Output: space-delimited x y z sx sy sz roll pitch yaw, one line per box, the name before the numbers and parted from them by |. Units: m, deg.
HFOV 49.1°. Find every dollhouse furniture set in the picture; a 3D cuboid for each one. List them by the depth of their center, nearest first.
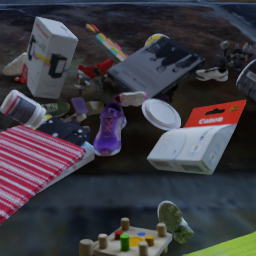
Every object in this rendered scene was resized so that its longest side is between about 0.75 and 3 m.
dollhouse furniture set | -1.340 -0.245 8.517 0.957 1.069 1.349 -26 -7 34

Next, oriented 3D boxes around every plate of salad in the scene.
plate of salad | 0.929 -0.351 7.976 1.227 0.295 1.227 16 43 -16

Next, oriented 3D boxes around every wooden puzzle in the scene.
wooden puzzle | -0.533 -2.838 10.237 2.625 0.184 1.557 42 22 -13

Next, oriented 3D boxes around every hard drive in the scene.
hard drive | -1.861 0.421 6.557 1.193 0.323 1.708 18 40 21

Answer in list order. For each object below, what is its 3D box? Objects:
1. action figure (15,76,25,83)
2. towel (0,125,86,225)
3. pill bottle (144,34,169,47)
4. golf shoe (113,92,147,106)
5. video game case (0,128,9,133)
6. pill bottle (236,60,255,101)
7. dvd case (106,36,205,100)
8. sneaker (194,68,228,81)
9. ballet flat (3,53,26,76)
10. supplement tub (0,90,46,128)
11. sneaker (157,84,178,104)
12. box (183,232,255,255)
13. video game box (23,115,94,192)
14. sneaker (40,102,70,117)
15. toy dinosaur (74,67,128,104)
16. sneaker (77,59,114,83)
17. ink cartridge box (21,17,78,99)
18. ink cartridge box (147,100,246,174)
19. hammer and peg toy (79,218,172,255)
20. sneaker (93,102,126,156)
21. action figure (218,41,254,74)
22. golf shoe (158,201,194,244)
action figure | -3.666 -2.000 10.791 1.323 0.342 0.433 -19 42 -20
towel | -2.267 0.743 5.223 1.930 0.300 2.668 19 27 18
pill bottle | 1.257 -3.093 11.504 1.224 1.224 2.185 2 36 3
golf shoe | 0.040 -0.814 7.894 1.046 0.394 0.479 -7 -10 41
video game case | -3.102 0.237 6.563 0.793 0.567 0.075 -25 83 -4
pill bottle | 4.576 -1.128 8.690 1.139 1.139 2.144 -25 55 -30
dvd case | 0.899 -1.979 9.206 2.615 0.323 1.965 -37 57 -19
sneaker | 3.175 -2.109 10.680 1.269 0.508 0.468 2 58 5
ballet flat | -3.816 -2.691 11.332 2.448 0.878 0.878 -11 37 -13
supplement tub | -2.626 -0.461 7.027 0.923 0.648 0.648 34 23 -29
sneaker | 1.257 -1.537 9.561 0.947 0.819 2.164 0 48 16
box | 2.001 2.885 3.621 1.770 0.692 2.904 -11 37 -15
video game box | -2.238 0.577 7.029 1.915 0.492 2.102 -31 46 -33
sneaker | -2.301 -0.524 8.243 1.121 0.376 0.503 -13 -13 28
toy dinosaur | -0.632 -1.191 9.216 2.681 1.032 1.371 17 42 -28
sneaker | -1.196 -2.047 9.854 1.455 0.840 0.570 -47 40 -1
ink cartridge box | -2.701 -2.336 9.369 0.905 2.185 1.592 2 34 -40
ink cartridge box | 1.502 0.067 6.183 1.589 0.469 1.985 -7 43 56
hammer and peg toy | -0.076 1.832 4.562 1.372 0.484 1.009 -2 4 30
sneaker | -0.509 -0.051 7.587 0.760 0.835 1.890 4 39 7
action figure | 4.465 -3.039 11.595 1.271 1.091 2.138 7 37 28
golf shoe | 0.781 1.637 5.137 0.431 1.101 0.535 -31 31 -1
